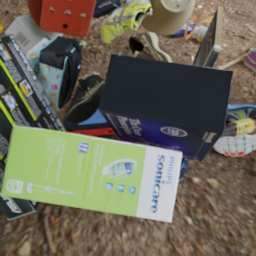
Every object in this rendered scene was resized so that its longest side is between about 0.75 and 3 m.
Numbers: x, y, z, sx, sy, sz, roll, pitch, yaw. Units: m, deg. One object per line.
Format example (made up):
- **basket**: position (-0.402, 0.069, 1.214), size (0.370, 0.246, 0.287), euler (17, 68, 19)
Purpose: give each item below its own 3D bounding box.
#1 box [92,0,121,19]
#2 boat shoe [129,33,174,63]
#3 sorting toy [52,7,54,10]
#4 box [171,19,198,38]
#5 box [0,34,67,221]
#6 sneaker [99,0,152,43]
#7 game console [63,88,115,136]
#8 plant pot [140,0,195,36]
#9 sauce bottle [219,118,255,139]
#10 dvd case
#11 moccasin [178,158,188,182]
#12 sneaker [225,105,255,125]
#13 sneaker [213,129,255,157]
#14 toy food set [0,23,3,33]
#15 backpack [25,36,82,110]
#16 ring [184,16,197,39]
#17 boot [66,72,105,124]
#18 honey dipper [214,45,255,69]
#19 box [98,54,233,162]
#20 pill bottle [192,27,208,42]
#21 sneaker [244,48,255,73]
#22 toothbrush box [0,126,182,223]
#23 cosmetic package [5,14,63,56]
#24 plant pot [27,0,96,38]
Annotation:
- **box**: position (-0.969, -4.633, 9.534), size (1.051, 1.417, 0.758), euler (-12, 6, 23)
- **boat shoe**: position (0.527, -1.716, 7.452), size (0.895, 0.894, 2.420), euler (-1, 43, -16)
- **sorting toy**: position (-2.639, -4.399, 8.936), size (0.280, 1.903, 1.407), euler (-29, 40, 3)
- **box**: position (2.512, -4.826, 13.647), size (1.707, 0.277, 1.034), euler (-14, 50, -14)
- **box**: position (-2.398, -0.227, 5.712), size (0.707, 2.974, 2.872), euler (-19, 24, 14)
- **sneaker**: position (-0.138, -3.568, 9.407), size (0.811, 2.152, 0.822), euler (0, 59, -54)
- **game console**: position (-0.599, -0.830, 9.593), size (2.994, 0.465, 2.648), euler (-4, 48, 13)
- **plant pot**: position (1.437, -4.494, 9.840), size (2.226, 2.226, 2.377), euler (-2, 14, -2)
- **sauce bottle**: position (2.215, 0.034, 5.819), size (0.989, 0.327, 0.327), euler (-14, 49, -25)
- **dvd case**: position (2.223, -2.087, 8.210), size (0.212, 1.975, 2.656), euler (19, 47, 1)
- **moccasin**: position (1.624, 0.684, 8.506), size (0.782, 0.663, 1.943), euler (5, 49, 5)
- **sneaker**: position (2.583, -0.224, 6.729), size (1.541, 0.546, 0.639), euler (0, 77, -10)
- **sneaker**: position (3.618, 0.347, 8.922), size (2.117, 0.816, 0.867), euler (-4, 22, -4)
- **toy food set**: position (-4.201, -2.430, 7.058), size (0.922, 0.869, 1.932), euler (46, 29, -9)
- **backpack**: position (-2.049, -1.467, 7.691), size (1.361, 1.776, 1.561), euler (11, 38, 0)
- **ring**: position (2.312, -3.746, 10.442), size (0.084, 0.877, 0.877), euler (30, 55, 22)
- **boot**: position (-1.027, -0.769, 6.770), size (1.326, 0.485, 0.998), euler (-45, 38, 8)
- **honey dipper**: position (4.647, -2.876, 11.866), size (2.555, 0.485, 0.485), euler (-28, 54, -17)
- **box**: position (0.698, -0.196, 5.252), size (1.856, 2.629, 1.037), euler (8, 76, 11)
- **pill bottle**: position (3.588, -4.245, 12.874), size (1.205, 0.670, 0.670), euler (27, 54, 21)
- **sneaker**: position (5.466, -2.651, 11.321), size (0.570, 0.897, 1.574), euler (-30, 56, -26)
- **toothbrush box**: position (-0.492, 0.663, 4.540), size (2.341, 1.704, 1.008), euler (10, 86, 1)
- **cosmetic package**: position (-2.987, -3.139, 9.222), size (0.762, 1.060, 1.878), euler (-33, 19, 29)
- **plant pot**: position (-1.746, -3.657, 7.850), size (1.946, 1.944, 1.715), euler (2, 50, -22)
